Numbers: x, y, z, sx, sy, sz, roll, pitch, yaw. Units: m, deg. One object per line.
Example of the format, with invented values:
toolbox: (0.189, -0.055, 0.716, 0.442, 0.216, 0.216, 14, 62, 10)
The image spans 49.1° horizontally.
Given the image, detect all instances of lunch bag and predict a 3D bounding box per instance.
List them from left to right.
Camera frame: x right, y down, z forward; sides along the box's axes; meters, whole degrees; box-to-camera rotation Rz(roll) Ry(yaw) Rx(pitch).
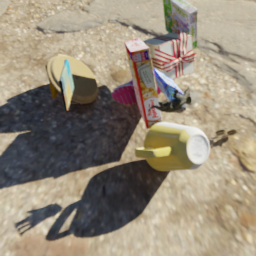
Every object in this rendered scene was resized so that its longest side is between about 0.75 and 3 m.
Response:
lunch bag: (1.238, -1.455, 9.458, 0.564, 1.199, 0.903, -40, 52, 15)

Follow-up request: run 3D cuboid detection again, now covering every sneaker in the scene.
sneaker: (0.358, -1.608, 11.494, 2.131, 0.867, 0.940, -13, 31, -5)

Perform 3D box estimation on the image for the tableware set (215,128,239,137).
tableware set: (3.531, 0.198, 10.052, 0.823, 0.544, 0.165, 0, 61, -11)

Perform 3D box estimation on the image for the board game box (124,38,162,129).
board game box: (0.527, -1.590, 9.751, 0.616, 2.661, 2.015, -14, 26, 0)

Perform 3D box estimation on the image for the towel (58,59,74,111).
towel: (-1.883, -1.324, 8.503, 0.158, 1.070, 1.459, -3, 37, 0)

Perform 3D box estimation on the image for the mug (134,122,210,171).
mug: (1.434, 0.723, 8.463, 1.995, 1.598, 1.638, -42, 19, -24)

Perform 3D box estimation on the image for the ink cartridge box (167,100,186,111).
ink cartridge box: (1.968, -1.060, 11.398, 0.779, 0.185, 0.788, 4, 51, 4)

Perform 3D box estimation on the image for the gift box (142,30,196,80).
gift box: (1.497, -2.820, 10.726, 1.612, 1.747, 1.631, -26, 33, -14)

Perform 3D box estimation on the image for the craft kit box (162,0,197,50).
craft kit box: (1.992, -4.119, 10.778, 0.427, 1.738, 1.760, -29, 55, -10)

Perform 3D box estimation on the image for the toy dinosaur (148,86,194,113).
toy dinosaur: (1.282, -0.661, 7.981, 1.422, 0.727, 0.547, -35, 61, 11)

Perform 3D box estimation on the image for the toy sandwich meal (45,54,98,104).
toy sandwich meal: (-2.341, -1.907, 11.314, 2.542, 0.870, 2.542, 27, 44, -29)
